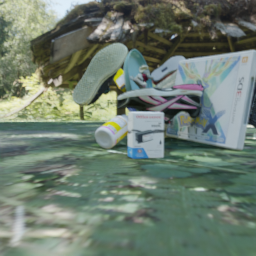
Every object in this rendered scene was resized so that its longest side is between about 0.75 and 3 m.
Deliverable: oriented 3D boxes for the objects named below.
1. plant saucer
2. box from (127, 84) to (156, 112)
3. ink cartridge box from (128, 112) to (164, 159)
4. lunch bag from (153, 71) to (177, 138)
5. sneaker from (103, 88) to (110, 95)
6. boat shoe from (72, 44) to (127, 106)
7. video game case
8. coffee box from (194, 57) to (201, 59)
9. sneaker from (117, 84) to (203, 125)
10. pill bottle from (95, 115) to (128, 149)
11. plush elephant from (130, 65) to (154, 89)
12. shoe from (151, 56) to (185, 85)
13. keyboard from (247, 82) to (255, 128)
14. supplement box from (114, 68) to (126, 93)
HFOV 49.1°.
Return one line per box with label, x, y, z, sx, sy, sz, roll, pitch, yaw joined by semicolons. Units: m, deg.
plant saucer;0.423;-1.738;11.144;0.368;2.687;2.687;-10;-2;23
box;1.023;-1.287;14.248;1.196;1.975;0.320;44;3;19
ink cartridge box;0.398;0.155;6.393;0.747;1.033;0.435;-1;3;-15
lunch bag;1.818;-0.916;10.856;1.986;2.421;1.423;-33;-58;27
sneaker;-1.163;-1.865;10.740;0.476;1.301;0.533;-42;-17;1
boat shoe;-0.877;-1.685;9.074;0.900;2.413;0.751;36;0;16
video game case;2.418;-0.865;8.637;0.324;2.683;2.943;9;1;-32
coffee box;2.994;-2.312;12.645;0.975;1.585;0.349;-12;1;8
sneaker;0.939;-0.662;8.563;2.705;1.168;1.086;-4;5;14
pill bottle;-0.381;0.063;8.378;0.663;0.663;1.272;2;25;32
plush elephant;0.551;-1.702;9.599;0.874;0.677;0.720;44;-6;27
shoe;1.782;-2.550;12.586;1.712;0.612;0.779;-33;-13;-1
keyboard;4.757;-0.996;10.750;1.271;2.001;0.206;28;-28;-3
supplement box;-0.255;-2.320;13.829;0.607;1.115;0.611;-41;-40;15
